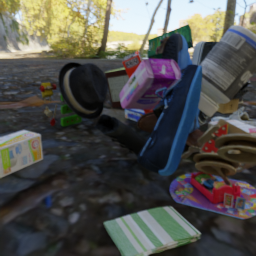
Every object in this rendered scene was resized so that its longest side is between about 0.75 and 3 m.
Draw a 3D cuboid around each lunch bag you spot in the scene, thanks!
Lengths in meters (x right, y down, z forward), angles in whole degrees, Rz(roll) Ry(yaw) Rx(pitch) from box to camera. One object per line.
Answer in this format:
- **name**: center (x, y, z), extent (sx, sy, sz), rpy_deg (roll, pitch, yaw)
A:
- **lunch bag**: center (0.759, -0.632, 11.842), extent (1.436, 0.677, 1.792), rpy_deg (-16, 22, -36)

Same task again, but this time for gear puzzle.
- **gear puzzle**: center (1.232, -2.563, 8.412), extent (0.153, 0.604, 1.167), rpy_deg (45, 43, 17)

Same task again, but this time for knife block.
- **knife block**: center (4.548, -1.867, 13.150), extent (0.802, 2.199, 2.505), rpy_deg (-4, 18, -17)

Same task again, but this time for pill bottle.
- **pill bottle**: center (2.348, -1.353, 6.977), extent (1.171, 2.059, 1.171), rpy_deg (36, 14, -11)

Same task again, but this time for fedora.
- **fedora**: center (-1.425, -1.502, 10.192), extent (1.045, 2.288, 2.288), rpy_deg (-26, -1, 38)

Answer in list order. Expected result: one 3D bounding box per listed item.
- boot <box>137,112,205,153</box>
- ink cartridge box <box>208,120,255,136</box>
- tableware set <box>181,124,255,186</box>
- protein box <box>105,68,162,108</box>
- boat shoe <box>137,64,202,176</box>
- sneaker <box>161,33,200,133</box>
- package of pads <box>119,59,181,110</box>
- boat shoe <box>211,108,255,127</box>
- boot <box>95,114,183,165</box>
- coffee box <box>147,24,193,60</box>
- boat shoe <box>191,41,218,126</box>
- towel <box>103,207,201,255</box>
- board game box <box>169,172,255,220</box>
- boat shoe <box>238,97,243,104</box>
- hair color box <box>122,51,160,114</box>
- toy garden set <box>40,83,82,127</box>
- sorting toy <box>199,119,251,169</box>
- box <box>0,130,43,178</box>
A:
- **boot**: center (1.656, 0.220, 8.877), extent (2.255, 0.777, 2.420), rpy_deg (2, 20, -17)
- **ink cartridge box**: center (3.433, 0.232, 9.034), extent (1.114, 0.629, 1.521), rpy_deg (-5, 15, -12)
- **tableware set**: center (2.004, 0.688, 5.612), extent (1.493, 0.453, 2.259), rpy_deg (14, -21, 0)
- **protein box**: center (0.813, -2.231, 13.979), extent (2.702, 1.823, 2.682), rpy_deg (-1, 17, 35)
- **boat shoe**: center (0.877, -0.328, 5.880), extent (0.883, 1.082, 2.571), rpy_deg (13, 62, 27)
- **sneaker**: center (1.654, -1.252, 8.238), extent (1.151, 2.936, 0.968), rpy_deg (-10, 17, -18)
- **package of pads**: center (0.563, -1.144, 7.771), extent (1.061, 0.666, 1.761), rpy_deg (-5, -23, -27)
- **boat shoe**: center (4.110, -0.300, 10.234), extent (0.852, 0.983, 2.305), rpy_deg (-13, 22, -36)
- **boot**: center (0.280, 0.332, 6.985), extent (1.550, 0.617, 1.880), rpy_deg (2, -31, 45)
- **coffee box**: center (1.398, -2.846, 9.485), extent (1.536, 0.338, 0.945), rpy_deg (-16, 52, 24)
- **boat shoe**: center (2.644, -1.541, 9.402), extent (1.043, 2.942, 1.060), rpy_deg (2, -2, 42)
- **towel**: center (0.408, 1.827, 4.971), extent (1.410, 0.165, 1.075), rpy_deg (-9, 20, -23)
- **board game box**: center (1.960, 1.281, 6.272), extent (2.005, 0.390, 1.584), rpy_deg (9, 20, 25)
- **boat shoe**: center (5.495, -1.513, 14.847), extent (1.558, 0.489, 0.566), rpy_deg (-11, 21, -30)
- **hair color box**: center (0.514, -1.580, 10.004), extent (0.652, 2.128, 1.080), rpy_deg (-22, 21, 11)
- **toy garden set**: center (-2.564, -0.986, 10.720), extent (1.636, 1.963, 0.392), rpy_deg (-17, 37, -36)
- **sorting toy**: center (2.481, 0.412, 7.064), extent (1.050, 1.043, 0.365), rpy_deg (34, 5, 31)
- **box**: center (-3.104, 0.656, 7.551), extent (0.723, 0.803, 1.427), rpy_deg (11, 20, 30)
